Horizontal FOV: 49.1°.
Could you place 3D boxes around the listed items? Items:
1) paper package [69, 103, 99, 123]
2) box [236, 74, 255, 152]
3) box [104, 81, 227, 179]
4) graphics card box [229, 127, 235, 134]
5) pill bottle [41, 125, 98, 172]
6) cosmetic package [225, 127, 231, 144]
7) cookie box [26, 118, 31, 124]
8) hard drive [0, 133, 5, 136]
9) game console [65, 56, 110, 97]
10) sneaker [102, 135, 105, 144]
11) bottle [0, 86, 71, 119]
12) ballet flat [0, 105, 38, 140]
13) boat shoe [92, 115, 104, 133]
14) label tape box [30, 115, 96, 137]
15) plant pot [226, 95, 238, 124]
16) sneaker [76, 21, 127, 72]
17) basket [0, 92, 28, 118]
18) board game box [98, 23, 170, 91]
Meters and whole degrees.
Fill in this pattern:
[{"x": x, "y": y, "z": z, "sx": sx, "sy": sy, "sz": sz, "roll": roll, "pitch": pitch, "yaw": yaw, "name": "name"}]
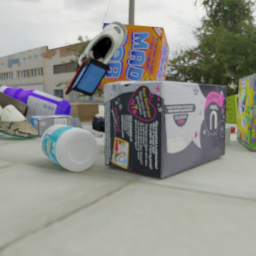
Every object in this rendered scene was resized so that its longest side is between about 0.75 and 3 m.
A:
[{"x": -2.826, "y": -0.862, "z": 15.399, "sx": 1.927, "sy": 0.997, "sz": 1.836, "roll": 3, "pitch": 7, "yaw": 33, "name": "paper package"}, {"x": 3.550, "y": -0.422, "z": 7.191, "sx": 1.143, "sy": 1.805, "sz": 1.874, "roll": 1, "pitch": 7, "yaw": 12, "name": "box"}, {"x": 0.823, "y": -0.105, "z": 5.383, "sx": 1.342, "sy": 1.546, "sz": 2.340, "roll": 5, "pitch": 8, "yaw": 41, "name": "box"}, {"x": 3.438, "y": 0.059, "z": 10.285, "sx": 0.858, "sy": 0.218, "sz": 0.538, "roll": 5, "pitch": 9, "yaw": 33, "name": "graphics card box"}, {"x": -1.164, "y": 0.329, "z": 5.211, "sx": 0.735, "sy": 0.735, "sz": 1.327, "roll": -4, "pitch": 7, "yaw": -33, "name": "pill bottle"}, {"x": 2.362, "y": 0.213, "z": 7.629, "sx": 0.865, "sy": 0.466, "sz": 0.367, "roll": -5, "pitch": 7, "yaw": -28, "name": "cosmetic package"}, {"x": -4.264, "y": -0.439, "z": 12.761, "sx": 1.812, "sy": 0.681, "sz": 1.550, "roll": -2, "pitch": 7, "yaw": -7, "name": "cookie box"}, {"x": -5.169, "y": 0.147, "z": 9.295, "sx": 1.856, "sy": 0.235, "sz": 1.224, "roll": 3, "pitch": 6, "yaw": 33, "name": "hard drive"}, {"x": -1.096, "y": -1.304, "z": 7.631, "sx": 0.659, "sy": 1.110, "sz": 0.956, "roll": 32, "pitch": 23, "yaw": -8, "name": "game console"}, {"x": 0.659, "y": -0.163, "z": 7.002, "sx": 2.716, "sy": 1.353, "sz": 1.017, "roll": -2, "pitch": 5, "yaw": -33, "name": "sneaker"}, {"x": -3.852, "y": -0.931, "z": 11.464, "sx": 2.919, "sy": 1.219, "sz": 0.953, "roll": 19, "pitch": 25, "yaw": 5, "name": "bottle"}, {"x": -4.009, "y": -0.298, "z": 8.745, "sx": 2.594, "sy": 0.977, "sz": 0.880, "roll": 10, "pitch": 16, "yaw": 20, "name": "ballet flat"}, {"x": -0.205, "y": -0.077, "z": 9.713, "sx": 1.008, "sy": 0.812, "sz": 2.175, "roll": 19, "pitch": 18, "yaw": 32, "name": "boat shoe"}, {"x": -2.303, "y": -0.107, "z": 9.902, "sx": 1.976, "sy": 0.626, "sz": 1.425, "roll": -4, "pitch": 7, "yaw": -28, "name": "label tape box"}, {"x": 5.456, "y": -0.917, "z": 14.363, "sx": 1.402, "sy": 1.409, "sz": 1.279, "roll": -4, "pitch": -1, "yaw": -32, "name": "plant pot"}, {"x": -1.276, "y": -2.549, "z": 10.344, "sx": 1.105, "sy": 2.981, "sz": 1.319, "roll": 36, "pitch": 37, "yaw": -7, "name": "sneaker"}, {"x": -4.833, "y": -0.628, "z": 10.428, "sx": 1.875, "sy": 1.691, "sz": 1.275, "roll": 18, "pitch": 2, "yaw": -13, "name": "basket"}, {"x": 0.277, "y": -3.141, "z": 14.022, "sx": 2.927, "sy": 2.927, "sz": 2.929, "roll": 10, "pitch": -2, "yaw": 14, "name": "board game box"}]
